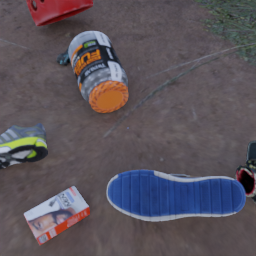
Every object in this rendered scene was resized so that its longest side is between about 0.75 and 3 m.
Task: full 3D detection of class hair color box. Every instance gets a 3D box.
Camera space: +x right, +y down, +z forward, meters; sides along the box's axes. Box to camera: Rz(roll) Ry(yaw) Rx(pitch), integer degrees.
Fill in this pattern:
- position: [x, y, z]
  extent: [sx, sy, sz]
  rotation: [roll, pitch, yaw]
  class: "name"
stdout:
- position: [-1.672, 2.046, 6.665]
  extent: [1.322, 0.423, 0.733]
  rotation: [-28, 52, -25]
  class: "hair color box"

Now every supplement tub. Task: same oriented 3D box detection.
- position: [-0.973, -1.863, 9.358]
  extent: [1.577, 1.577, 2.574]
  rotation: [-15, 57, -13]
  class: "supplement tub"

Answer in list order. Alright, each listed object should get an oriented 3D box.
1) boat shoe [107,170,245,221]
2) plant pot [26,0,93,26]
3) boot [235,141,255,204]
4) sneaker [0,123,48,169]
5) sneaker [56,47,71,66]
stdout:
- position: [1.016, 1.568, 6.390]
  extent: [2.957, 1.070, 1.068]
  rotation: [3, 78, 12]
  class: "boat shoe"
- position: [-3.147, -6.010, 12.025]
  extent: [2.705, 2.463, 2.705]
  rotation: [-16, 21, 7]
  class: "plant pot"
- position: [3.035, 0.966, 6.756]
  extent: [0.600, 1.256, 1.663]
  rotation: [-12, 64, 38]
  class: "boot"
- position: [-3.290, 0.481, 7.647]
  extent: [2.408, 0.890, 0.975]
  rotation: [-8, 47, 6]
  class: "sneaker"
- position: [-2.350, -2.918, 11.300]
  extent: [0.476, 0.453, 1.201]
  rotation: [31, 60, 9]
  class: "sneaker"
